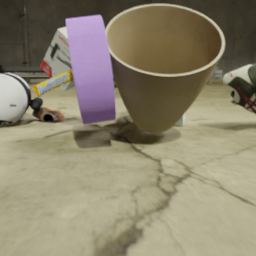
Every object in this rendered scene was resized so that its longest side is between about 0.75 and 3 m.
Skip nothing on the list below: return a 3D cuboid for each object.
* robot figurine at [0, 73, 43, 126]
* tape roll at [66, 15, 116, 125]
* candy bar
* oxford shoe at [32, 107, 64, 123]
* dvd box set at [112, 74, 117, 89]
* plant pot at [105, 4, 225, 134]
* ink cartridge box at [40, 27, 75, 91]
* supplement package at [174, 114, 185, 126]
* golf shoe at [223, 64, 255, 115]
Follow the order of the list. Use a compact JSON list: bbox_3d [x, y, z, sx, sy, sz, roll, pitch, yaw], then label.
[{"bbox_3d":[-4.342,-1.005,9.792,2.122,1.762,2.824,-32,17,-7],"label":"robot figurine"},{"bbox_3d":[-0.804,-1.230,6.149,0.739,2.253,2.253,-9,12,-7],"label":"tape roll"},{"bbox_3d":[-1.736,-1.053,6.580,0.133,0.300,1.203,-4,25,40],"label":"candy bar"},{"bbox_3d":[-3.035,-0.463,10.183,1.429,0.509,0.521,6,17,28],"label":"oxford shoe"},{"bbox_3d":[-0.110,-2.077,10.475,1.649,0.242,1.206,-21,-25,3],"label":"dvd box set"},{"bbox_3d":[0.714,-1.126,6.828,2.472,2.639,2.472,1,53,-1],"label":"plant pot"},{"bbox_3d":[-1.720,-1.960,8.002,1.065,1.476,0.618,44,38,2],"label":"ink cartridge box"},{"bbox_3d":[1.032,-1.540,9.148,1.759,2.335,1.772,5,49,16],"label":"supplement package"},{"bbox_3d":[3.803,-0.960,8.405,1.275,1.117,2.895,-2,-29,33],"label":"golf shoe"}]
